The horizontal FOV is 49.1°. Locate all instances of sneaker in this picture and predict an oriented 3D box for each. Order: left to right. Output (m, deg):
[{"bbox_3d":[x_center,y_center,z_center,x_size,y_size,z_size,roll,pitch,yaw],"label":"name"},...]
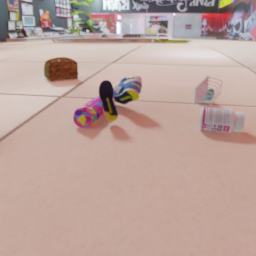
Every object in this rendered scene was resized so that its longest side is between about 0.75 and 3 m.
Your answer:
[{"bbox_3d":[-0.770,-1.002,10.525,0.574,1.553,0.639,-9,0,-4],"label":"sneaker"},{"bbox_3d":[-0.136,-1.634,12.199,0.860,0.957,2.326,26,-16,-30],"label":"sneaker"}]

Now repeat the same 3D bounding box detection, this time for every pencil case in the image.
[{"bbox_3d":[-1.400,-0.663,10.983,0.865,0.865,1.956,6,23,15],"label":"pencil case"}]

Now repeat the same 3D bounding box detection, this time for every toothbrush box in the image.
[{"bbox_3d":[3.577,-1.538,13.222,0.803,0.588,0.342,-3,67,2],"label":"toothbrush box"}]

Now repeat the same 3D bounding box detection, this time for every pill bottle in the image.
[{"bbox_3d":[3.323,-0.278,10.002,1.474,0.836,0.836,6,23,15],"label":"pill bottle"}]

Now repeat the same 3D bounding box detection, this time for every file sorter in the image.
[{"bbox_3d":[3.171,-1.414,11.050,0.691,0.770,1.110,21,44,31],"label":"file sorter"}]

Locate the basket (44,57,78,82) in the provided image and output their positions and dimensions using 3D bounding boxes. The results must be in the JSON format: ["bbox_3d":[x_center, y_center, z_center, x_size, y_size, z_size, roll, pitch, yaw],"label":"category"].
[{"bbox_3d":[-4.342,-3.843,17.923,1.968,1.405,1.466,-11,26,-25],"label":"basket"}]
